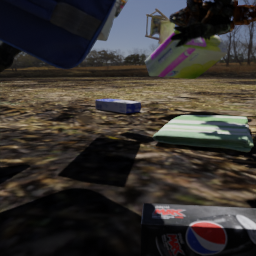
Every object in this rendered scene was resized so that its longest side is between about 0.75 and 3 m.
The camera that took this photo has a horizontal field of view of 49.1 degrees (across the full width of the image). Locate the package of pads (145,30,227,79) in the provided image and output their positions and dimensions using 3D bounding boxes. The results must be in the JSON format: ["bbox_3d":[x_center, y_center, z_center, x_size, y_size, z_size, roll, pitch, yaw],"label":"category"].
[{"bbox_3d":[2.125,-2.600,10.097,2.452,0.836,1.894,-5,-21,-36],"label":"package of pads"}]

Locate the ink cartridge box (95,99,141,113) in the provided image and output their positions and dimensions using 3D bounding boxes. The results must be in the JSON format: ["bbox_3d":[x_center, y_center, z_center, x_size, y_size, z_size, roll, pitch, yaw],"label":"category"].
[{"bbox_3d":[-0.410,-0.859,10.798,1.703,0.376,0.800,11,16,43],"label":"ink cartridge box"}]

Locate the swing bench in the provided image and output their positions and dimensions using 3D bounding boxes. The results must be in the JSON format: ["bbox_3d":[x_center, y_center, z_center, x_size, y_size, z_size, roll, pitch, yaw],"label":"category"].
[{"bbox_3d":[1.243,-3.893,10.851,1.002,0.997,0.650,37,62,25],"label":"swing bench"}]

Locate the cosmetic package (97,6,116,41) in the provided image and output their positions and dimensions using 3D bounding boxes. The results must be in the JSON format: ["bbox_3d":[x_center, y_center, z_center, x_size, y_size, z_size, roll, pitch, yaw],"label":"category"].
[{"bbox_3d":[-1.049,-3.199,6.956,0.740,1.054,2.078,11,-13,19],"label":"cosmetic package"}]

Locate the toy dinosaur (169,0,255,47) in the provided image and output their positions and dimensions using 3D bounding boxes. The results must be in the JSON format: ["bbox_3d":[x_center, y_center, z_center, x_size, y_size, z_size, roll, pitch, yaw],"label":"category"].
[{"bbox_3d":[2.189,-2.977,7.158,2.034,1.531,2.997,-12,0,-38],"label":"toy dinosaur"}]

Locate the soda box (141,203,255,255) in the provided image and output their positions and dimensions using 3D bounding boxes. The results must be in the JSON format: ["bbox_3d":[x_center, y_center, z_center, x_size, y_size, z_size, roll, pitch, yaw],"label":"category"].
[{"bbox_3d":[0.683,0.955,2.550,1.124,0.356,0.398,1,12,5],"label":"soda box"}]

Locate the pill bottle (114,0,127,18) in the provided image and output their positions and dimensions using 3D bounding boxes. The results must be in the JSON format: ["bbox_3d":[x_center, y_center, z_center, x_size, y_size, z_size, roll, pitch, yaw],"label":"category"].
[{"bbox_3d":[-0.445,-3.641,8.451,0.495,0.850,0.495,29,29,-18],"label":"pill bottle"}]

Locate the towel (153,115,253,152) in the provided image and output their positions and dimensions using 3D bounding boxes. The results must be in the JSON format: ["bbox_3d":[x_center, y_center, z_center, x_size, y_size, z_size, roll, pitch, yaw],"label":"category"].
[{"bbox_3d":[1.950,0.039,6.938,2.018,0.309,2.646,5,14,21],"label":"towel"}]

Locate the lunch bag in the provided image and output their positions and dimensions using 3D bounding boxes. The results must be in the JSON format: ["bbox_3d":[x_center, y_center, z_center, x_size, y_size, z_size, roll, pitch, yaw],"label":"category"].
[{"bbox_3d":[-1.343,-1.940,3.698,2.254,1.531,1.491,21,24,-28],"label":"lunch bag"}]

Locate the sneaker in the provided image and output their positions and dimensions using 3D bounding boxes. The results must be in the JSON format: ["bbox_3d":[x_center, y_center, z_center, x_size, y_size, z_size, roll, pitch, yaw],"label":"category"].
[{"bbox_3d":[-2.566,-1.347,5.369,0.863,0.497,1.654,-21,37,19],"label":"sneaker"}]
